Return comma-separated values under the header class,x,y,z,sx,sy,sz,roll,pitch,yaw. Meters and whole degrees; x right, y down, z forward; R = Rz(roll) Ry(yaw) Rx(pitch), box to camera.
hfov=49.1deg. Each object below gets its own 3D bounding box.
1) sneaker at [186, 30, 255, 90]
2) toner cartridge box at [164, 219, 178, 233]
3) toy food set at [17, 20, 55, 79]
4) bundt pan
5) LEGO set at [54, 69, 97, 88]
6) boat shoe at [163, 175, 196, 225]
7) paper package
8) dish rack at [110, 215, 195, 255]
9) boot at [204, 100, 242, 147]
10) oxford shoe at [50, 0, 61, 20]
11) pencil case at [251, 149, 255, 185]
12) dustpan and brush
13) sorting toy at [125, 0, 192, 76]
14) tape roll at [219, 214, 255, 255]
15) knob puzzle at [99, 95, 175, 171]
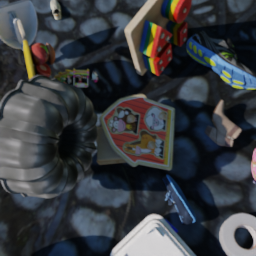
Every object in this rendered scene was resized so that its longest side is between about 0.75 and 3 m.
class,x,y,z,sx,sy,sz,roll,pitch,yaw
sneaker,3.225,-2.273,9.099,2.794,0.990,1.158,41,82,16
toner cartridge box,0.860,3.016,7.595,0.472,0.215,0.994,42,76,12
toy food set,-2.507,-1.738,8.274,0.869,2.661,1.566,-13,29,-19
bundt pan,-1.682,0.277,6.649,1.122,2.990,2.990,9,69,24
LEGO set,-1.712,-1.492,8.800,1.477,0.679,0.550,-2,86,10
boat shoe,1.294,2.006,7.718,0.491,0.602,1.431,-35,68,18
paper package,-0.385,0.497,8.319,1.124,0.582,1.071,-5,70,-1
dish rack,0.739,3.529,7.045,1.858,0.471,2.165,-42,73,-4
boot,2.958,-0.096,8.472,0.952,0.457,1.302,26,98,26
oxford shoe,-2.657,-4.378,10.260,0.341,0.262,0.908,-16,69,-3
pencil case,4.951,1.101,7.808,2.769,1.146,1.198,-1,83,-1
dustpan and brush,-3.386,-2.826,8.864,1.404,2.012,0.576,-32,58,-26
sorting toy,1.073,-2.900,8.477,0.796,2.273,2.287,34,80,20
tape roll,3.071,2.927,7.435,1.205,0.398,1.205,-2,61,4
knob puzzle,0.316,-0.014,8.078,2.538,0.352,2.538,8,67,-19
